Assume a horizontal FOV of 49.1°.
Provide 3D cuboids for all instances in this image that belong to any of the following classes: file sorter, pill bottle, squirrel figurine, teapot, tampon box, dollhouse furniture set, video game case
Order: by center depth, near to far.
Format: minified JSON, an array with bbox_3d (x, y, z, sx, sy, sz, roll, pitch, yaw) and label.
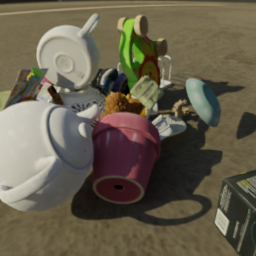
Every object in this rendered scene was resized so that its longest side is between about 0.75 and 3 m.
[{"bbox_3d":[2.923,1.648,5.642,1.860,1.394,1.174,-11,32,-18],"label":"tampon box"},{"bbox_3d":[-1.587,0.437,5.810,1.853,2.504,2.537,-24,62,21],"label":"teapot"},{"bbox_3d":[-0.136,-0.368,8.338,1.127,1.592,1.486,38,77,27],"label":"squirrel figurine"},{"bbox_3d":[-1.867,-2.560,9.632,2.270,2.240,1.658,-1,35,17],"label":"teapot"},{"bbox_3d":[0.168,-0.676,9.747,1.614,0.882,0.882,-8,31,-2],"label":"pill bottle"},{"bbox_3d":[1.687,-0.626,10.186,0.577,0.676,1.303,18,33,31],"label":"dollhouse furniture set"},{"bbox_3d":[-3.285,-1.371,11.365,0.610,0.077,0.852,21,75,9],"label":"video game case"},{"bbox_3d":[-0.523,-1.810,11.663,2.137,1.195,1.195,24,38,38],"label":"pill bottle"},{"bbox_3d":[0.742,-2.417,12.580,1.516,1.360,2.184,25,39,37],"label":"file sorter"}]

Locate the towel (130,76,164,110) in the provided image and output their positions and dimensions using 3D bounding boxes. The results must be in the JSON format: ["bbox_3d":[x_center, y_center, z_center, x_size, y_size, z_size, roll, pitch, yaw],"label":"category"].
[{"bbox_3d":[0.606,-1.114,8.613,0.897,0.220,1.208,41,43,-1],"label":"towel"}]

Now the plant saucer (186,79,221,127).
[{"bbox_3d":[2.450,-0.862,8.692,0.333,1.732,1.732,-31,13,34],"label":"plant saucer"}]

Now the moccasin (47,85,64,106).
[{"bbox_3d":[-2.393,-1.088,9.338,0.303,0.319,0.827,-3,54,-51],"label":"moccasin"}]

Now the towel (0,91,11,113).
[{"bbox_3d":[-4.583,-0.836,10.775,1.916,0.471,2.583,-13,32,-23],"label":"towel"}]

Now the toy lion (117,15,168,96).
[{"bbox_3d":[0.540,-2.316,10.633,0.998,2.786,2.907,6,-7,31],"label":"toy lion"}]

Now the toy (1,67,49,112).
[{"bbox_3d":[-3.274,-0.767,8.904,0.568,2.404,1.384,35,21,8],"label":"toy"}]

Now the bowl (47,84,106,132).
[{"bbox_3d":[-1.894,-0.931,10.219,2.608,1.224,2.608,0,30,0],"label":"bowl"}]

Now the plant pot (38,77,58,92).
[{"bbox_3d":[-3.365,-1.990,12.144,1.157,1.157,1.036,9,53,15],"label":"plant pot"}]

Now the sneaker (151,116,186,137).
[{"bbox_3d":[1.059,0.090,8.944,1.599,0.644,0.611,-9,59,-10],"label":"sneaker"}]

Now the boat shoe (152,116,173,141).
[{"bbox_3d":[0.281,0.307,7.851,2.230,0.820,0.729,-26,84,-36],"label":"boat shoe"}]

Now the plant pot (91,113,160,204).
[{"bbox_3d":[-0.139,0.837,6.854,1.843,1.843,1.650,3,47,6],"label":"plant pot"}]

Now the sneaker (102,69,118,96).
[{"bbox_3d":[-0.715,-1.801,10.692,0.418,1.116,0.484,23,27,-15],"label":"sneaker"}]
